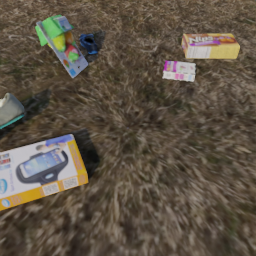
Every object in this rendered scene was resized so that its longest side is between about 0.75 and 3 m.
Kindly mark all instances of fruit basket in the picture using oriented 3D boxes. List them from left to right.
[{"bbox_3d":[-1.905,-2.561,8.642,0.839,1.789,1.657,-31,17,23],"label":"fruit basket"}]

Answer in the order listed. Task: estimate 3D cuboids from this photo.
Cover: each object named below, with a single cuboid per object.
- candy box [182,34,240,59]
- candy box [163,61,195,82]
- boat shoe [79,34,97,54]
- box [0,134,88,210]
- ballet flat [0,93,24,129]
[{"bbox_3d":[2.930,-2.967,10.114,1.808,0.510,1.055,1,43,-1],"label":"candy box"},{"bbox_3d":[1.651,-1.841,9.058,0.997,0.304,0.680,8,44,8],"label":"candy box"},{"bbox_3d":[-1.432,-3.246,10.446,0.556,0.454,1.322,-22,47,-22],"label":"boat shoe"},{"bbox_3d":[-2.046,0.919,6.040,2.096,0.435,1.248,-14,45,-18],"label":"box"},{"bbox_3d":[-3.616,0.029,6.513,0.852,0.805,2.529,-3,34,50],"label":"ballet flat"}]
